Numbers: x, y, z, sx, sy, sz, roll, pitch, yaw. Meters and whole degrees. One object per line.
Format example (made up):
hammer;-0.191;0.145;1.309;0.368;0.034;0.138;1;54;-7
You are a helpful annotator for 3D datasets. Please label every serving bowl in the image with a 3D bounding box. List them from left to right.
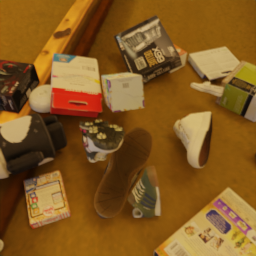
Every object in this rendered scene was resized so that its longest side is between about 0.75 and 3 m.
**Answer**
serving bowl;-3.203;-1.227;10.868;1.365;0.449;1.365;-1;49;1

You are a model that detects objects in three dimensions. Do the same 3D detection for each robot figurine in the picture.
robot figurine;-3.241;0.487;8.537;2.585;1.942;1.613;-21;86;-21

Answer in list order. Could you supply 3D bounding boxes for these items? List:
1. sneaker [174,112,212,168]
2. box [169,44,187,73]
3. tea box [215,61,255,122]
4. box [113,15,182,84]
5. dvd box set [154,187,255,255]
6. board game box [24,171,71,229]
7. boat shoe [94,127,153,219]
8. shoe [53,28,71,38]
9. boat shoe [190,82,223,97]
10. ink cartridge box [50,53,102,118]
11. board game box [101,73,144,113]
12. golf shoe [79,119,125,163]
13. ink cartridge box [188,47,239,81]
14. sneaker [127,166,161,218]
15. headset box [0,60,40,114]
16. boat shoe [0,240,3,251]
sneaker;1.998;0.362;8.993;1.212;1.042;2.863;0;25;21
box;1.723;-3.216;12.405;0.913;0.715;1.467;-31;56;-24
tea box;4.533;-1.421;10.569;1.673;1.136;1.700;34;57;26
box;0.766;-3.266;11.799;2.115;0.667;2.682;-24;59;8
dvd box set;2.412;3.113;7.125;2.897;0.426;2.120;-31;56;-25
board game box;-2.365;2.030;8.119;1.084;0.331;1.431;-15;51;-13
boat shoe;-0.201;1.250;8.221;1.082;0.958;2.956;32;58;-1
shoe;-3.300;-4.711;14.042;0.989;0.264;0.346;-28;87;-17
boat shoe;2.832;-1.477;10.048;1.167;0.390;0.429;17;20;2
ink cartridge box;-1.969;-1.409;10.386;1.743;1.009;2.999;5;47;-17
board game box;-0.229;-1.237;9.341;1.041;1.023;1.986;-9;15;-9
golf shoe;-0.728;0.458;7.872;1.020;1.164;2.642;-3;9;-16
ink cartridge box;3.868;-2.706;12.179;1.911;0.389;1.914;-13;50;-11
sneaker;0.392;1.787;7.336;0.828;1.845;0.619;-11;40;-3
headset box;-5.138;-1.724;10.935;2.607;0.978;1.938;10;50;9
boat shoe;-3.949;3.050;7.146;1.371;0.470;0.494;0;49;0
